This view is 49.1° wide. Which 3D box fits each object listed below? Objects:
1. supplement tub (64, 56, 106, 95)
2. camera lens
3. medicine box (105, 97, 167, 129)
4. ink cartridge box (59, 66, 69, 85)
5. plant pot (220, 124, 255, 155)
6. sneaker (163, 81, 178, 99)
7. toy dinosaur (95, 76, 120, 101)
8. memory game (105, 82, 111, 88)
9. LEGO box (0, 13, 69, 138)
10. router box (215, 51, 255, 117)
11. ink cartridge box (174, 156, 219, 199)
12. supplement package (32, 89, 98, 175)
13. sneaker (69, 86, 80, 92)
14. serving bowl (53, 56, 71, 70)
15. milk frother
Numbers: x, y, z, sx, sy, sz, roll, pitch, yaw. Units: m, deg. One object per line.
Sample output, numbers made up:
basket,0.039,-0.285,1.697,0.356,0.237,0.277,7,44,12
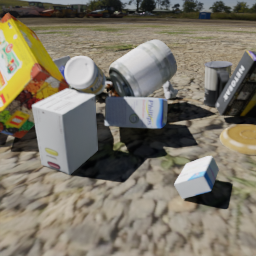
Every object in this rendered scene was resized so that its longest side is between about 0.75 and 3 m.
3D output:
supplement tub,-1.069,-1.312,7.299,0.821,0.821,1.134,6,-5,12
camera lens,0.471,-1.939,9.789,2.018,1.614,1.614,-36,37,-14
medicine box,0.301,-0.480,8.420,1.649,0.849,1.502,3,5,12
ink cartridge box,-2.706,-1.663,10.748,1.375,0.646,0.304,-56,9,-20
plant pot,3.476,0.263,8.025,1.598,0.220,1.598,-3,26,1
sneaker,1.743,-1.628,11.518,0.506,0.880,0.331,-11,5,-36
toy dinosaur,-0.607,-1.538,11.436,1.504,1.132,2.216,6,-7,-21
memory game,-1.068,-2.175,13.525,1.588,0.101,1.588,1,25,0
LEGO box,-3.396,-1.571,8.325,2.972,2.213,1.147,55,14,30
router box,4.051,-1.303,8.936,1.707,2.171,0.567,2,45,-16
ink cartridge box,1.467,1.025,5.915,0.667,0.391,0.924,-26,8,34
supplement package,-1.465,0.060,6.845,0.894,1.613,1.256,14,31,24
sneaker,-2.244,-1.703,12.075,0.693,0.610,1.639,-3,17,16
serving bowl,-3.733,-2.720,13.301,2.294,0.754,2.294,-17,14,5
milk frother,3.783,-1.643,10.503,1.643,1.546,1.483,-13,27,-15
